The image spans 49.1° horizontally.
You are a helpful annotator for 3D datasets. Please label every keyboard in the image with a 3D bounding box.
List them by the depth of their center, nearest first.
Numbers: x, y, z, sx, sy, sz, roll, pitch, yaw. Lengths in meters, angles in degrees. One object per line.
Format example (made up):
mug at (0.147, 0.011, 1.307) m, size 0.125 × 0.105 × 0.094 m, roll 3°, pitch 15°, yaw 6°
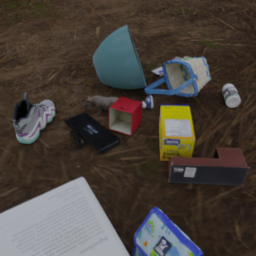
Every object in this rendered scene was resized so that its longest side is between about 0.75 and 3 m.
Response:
keyboard at (-1.577, 0.227, 10.899) m, size 1.436 × 0.307 × 2.391 m, roll -26°, pitch 46°, yaw -35°

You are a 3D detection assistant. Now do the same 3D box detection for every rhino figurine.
rhino figurine at (-1.127, -0.993, 11.886) m, size 1.879 × 0.822 × 0.562 m, roll 6°, pitch 40°, yaw 7°

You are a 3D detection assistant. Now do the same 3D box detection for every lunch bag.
lunch bag at (0.914, 2.875, 6.519) m, size 1.080 × 1.696 × 1.442 m, roll -20°, pitch 44°, yaw -38°

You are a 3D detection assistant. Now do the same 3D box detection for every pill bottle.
pill bottle at (4.608, -1.464, 12.584) m, size 0.623 × 0.623 × 1.101 m, roll 3°, pitch 40°, yaw 3°

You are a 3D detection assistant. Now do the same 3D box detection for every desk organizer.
desk organizer at (2.559, 1.238, 9.286) m, size 2.433 × 0.873 × 0.937 m, roll 2°, pitch 39°, yaw 2°

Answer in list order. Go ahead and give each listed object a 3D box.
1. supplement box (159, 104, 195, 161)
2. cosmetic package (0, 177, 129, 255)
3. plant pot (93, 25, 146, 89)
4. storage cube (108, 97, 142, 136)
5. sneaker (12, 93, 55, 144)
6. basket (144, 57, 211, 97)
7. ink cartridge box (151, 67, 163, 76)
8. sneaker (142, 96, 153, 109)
supplement box at (1.738, 0.144, 10.348) m, size 1.102 × 1.109 × 2.025 m, roll 2°, pitch 40°, yaw 4°
cosmetic package at (-1.297, 3.052, 6.106) m, size 2.204 × 2.202 × 2.671 m, roll -22°, pitch 45°, yaw -21°
plant pot at (-0.493, -2.986, 12.992) m, size 1.936 × 2.875 × 2.875 m, roll -17°, pitch 40°, yaw 8°
storage cube at (-0.101, -0.483, 11.087) m, size 0.996 × 1.165 × 1.047 m, roll 17°, pitch 37°, yaw 19°
sneaker at (-3.667, -0.749, 10.839) m, size 0.943 × 1.697 × 2.426 m, roll 3°, pitch 43°, yaw 10°
basket at (2.161, -2.125, 12.348) m, size 2.468 × 1.717 × 2.176 m, roll -37°, pitch 26°, yaw -21°
ink cartridge box at (1.718, -2.947, 14.638) m, size 0.977 × 0.191 × 0.486 m, roll -25°, pitch 47°, yaw -28°
sneaker at (0.774, -1.165, 12.447) m, size 0.583 × 0.321 × 0.796 m, roll 3°, pitch 47°, yaw -8°
